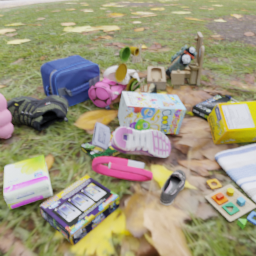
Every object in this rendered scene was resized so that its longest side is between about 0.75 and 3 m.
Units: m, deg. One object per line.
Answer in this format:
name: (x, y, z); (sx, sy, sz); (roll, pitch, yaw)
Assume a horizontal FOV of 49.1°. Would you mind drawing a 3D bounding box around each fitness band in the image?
fitness band: (-0.163, 1.281, 8.402); (1.857, 1.334, 0.348); (13, 67, -7)

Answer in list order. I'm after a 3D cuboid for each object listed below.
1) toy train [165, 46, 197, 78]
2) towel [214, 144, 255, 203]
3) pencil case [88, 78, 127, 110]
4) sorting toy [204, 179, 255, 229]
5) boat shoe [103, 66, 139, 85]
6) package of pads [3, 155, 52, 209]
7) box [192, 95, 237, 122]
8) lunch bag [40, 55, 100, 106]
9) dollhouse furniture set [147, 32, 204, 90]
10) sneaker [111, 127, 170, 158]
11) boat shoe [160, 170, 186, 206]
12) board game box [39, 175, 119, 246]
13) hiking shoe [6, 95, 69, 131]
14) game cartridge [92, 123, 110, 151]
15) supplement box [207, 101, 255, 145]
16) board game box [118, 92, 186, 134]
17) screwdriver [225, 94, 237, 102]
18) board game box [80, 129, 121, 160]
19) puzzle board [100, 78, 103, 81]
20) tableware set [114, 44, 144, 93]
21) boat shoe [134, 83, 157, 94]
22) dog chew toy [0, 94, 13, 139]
toy train: (2.870, -3.577, 15.398); (0.956, 2.244, 1.279); (33, 72, -10)
towel: (4.429, 1.516, 8.960); (2.155, 0.349, 2.934); (-11, 34, -15)
pencil case: (-0.727, -1.992, 13.718); (1.304, 1.264, 2.785); (-15, 23, 32)
sorting toy: (2.957, 2.089, 8.116); (1.119, 0.271, 1.988); (-16, 35, -24)
boat shoe: (-0.216, -2.388, 13.231); (2.093, 0.741, 0.725); (-5, 55, -43)
package of pads: (-3.067, 1.602, 8.466); (1.290, 0.569, 1.670); (-16, 29, -14)
box: (4.153, -0.736, 12.408); (1.929, 0.458, 1.863); (-23, 38, -32)
lunch bag: (-2.740, -2.226, 13.412); (2.754, 1.871, 1.822); (-28, 41, -33)
dollhouse furniture set: (2.545, -3.723, 15.321); (2.910, 2.371, 2.767); (2, 32, 3)
sneaker: (0.384, 0.567, 9.757); (2.303, 1.018, 0.926); (12, 67, -25)
boat shoe: (1.416, 1.699, 8.562); (0.530, 0.452, 1.586); (16, 36, 23)
board game box: (-1.320, 2.187, 7.775); (1.409, 0.483, 1.705); (24, 40, 36)
hiking shoe: (-3.938, -0.536, 11.438); (2.984, 1.130, 1.502); (-11, 39, -4)
game cartridge: (-0.912, 0.307, 9.694); (0.612, 0.188, 0.920); (26, 49, -26)
supplement box: (4.297, -0.193, 10.515); (2.159, 1.182, 1.175); (-4, 63, -6)
board game box: (0.881, -0.585, 11.127); (2.324, 1.197, 1.219); (3, 34, -13)
screwdriver: (4.984, -1.399, 13.415); (0.199, 0.207, 1.425); (-31, 16, 5)
board game box: (-0.542, 0.572, 10.551); (2.214, 0.260, 1.160); (-25, 42, -34)
puzzle board: (-2.410, -2.645, 15.717); (1.800, 0.157, 1.356); (20, 38, 29)
tableware set: (0.086, -2.341, 12.728); (0.434, 2.829, 1.906); (26, 33, 30)
boat shoe: (0.723, -1.401, 13.130); (0.934, 0.957, 2.529); (4, 24, 15)
dog chew toy: (-5.006, -0.436, 10.606); (1.149, 1.845, 1.149); (-19, 17, 6)
